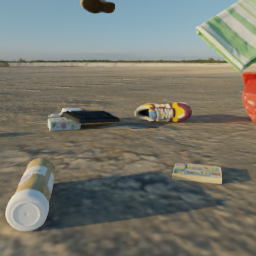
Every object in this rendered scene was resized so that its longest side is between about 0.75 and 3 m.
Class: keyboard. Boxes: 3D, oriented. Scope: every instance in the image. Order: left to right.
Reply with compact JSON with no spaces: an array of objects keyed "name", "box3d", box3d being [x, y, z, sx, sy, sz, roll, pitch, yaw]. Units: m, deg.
[{"name":"keyboard","box3d":[-1.277,-0.424,9.197,1.201,0.257,2.001,18,12,31]}]

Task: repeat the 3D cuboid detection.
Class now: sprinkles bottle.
[{"name":"sprinkles bottle","box3d":[-1.341,0.885,4.033,0.485,0.485,1.420,-2,13,-10]}]

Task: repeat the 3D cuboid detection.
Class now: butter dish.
[{"name":"butter dish","box3d":[4.541,-0.757,9.236,1.874,1.869,1.385,20,66,48]}]

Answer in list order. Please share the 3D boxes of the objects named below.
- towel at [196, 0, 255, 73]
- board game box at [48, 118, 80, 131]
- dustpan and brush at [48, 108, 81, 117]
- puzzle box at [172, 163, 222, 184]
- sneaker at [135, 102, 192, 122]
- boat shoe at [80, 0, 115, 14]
[{"name":"towel","box3d":[3.447,-2.854,8.156,2.553,0.299,1.947,-35,70,-18]},{"name":"board game box","box3d":[-2.010,-0.136,8.752,0.903,0.290,0.667,-4,13,-20]},{"name":"dustpan and brush","box3d":[-2.384,-0.553,10.590,1.202,0.344,0.839,1,14,-24]},{"name":"puzzle box","box3d":[1.265,0.818,5.126,0.851,0.108,0.566,3,13,14]},{"name":"sneaker","box3d":[1.158,-0.474,9.474,1.917,0.719,0.864,1,16,35]},{"name":"boat shoe","box3d":[-1.423,-5.465,12.362,1.798,0.649,0.647,-16,45,-41]}]
